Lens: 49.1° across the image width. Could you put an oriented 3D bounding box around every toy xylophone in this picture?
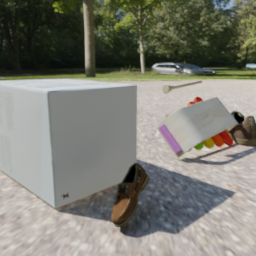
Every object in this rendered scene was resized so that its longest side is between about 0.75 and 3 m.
[{"bbox_3d":[1.885,-0.324,7.618,2.729,1.998,0.686,-9,-27,-38],"label":"toy xylophone"}]

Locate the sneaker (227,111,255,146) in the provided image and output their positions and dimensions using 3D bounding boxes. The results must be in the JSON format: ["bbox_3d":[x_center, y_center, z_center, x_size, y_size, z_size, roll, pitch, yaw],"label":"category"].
[{"bbox_3d":[3.337,-0.154,8.934,0.824,0.884,2.341,-3,14,-13],"label":"sneaker"}]

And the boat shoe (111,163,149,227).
[{"bbox_3d":[-0.029,0.967,4.201,0.375,0.354,1.042,-12,30,32],"label":"boat shoe"}]

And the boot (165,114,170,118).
[{"bbox_3d":[1.995,-0.242,9.739,1.257,0.442,0.900,30,38,23],"label":"boot"}]

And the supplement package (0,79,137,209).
[{"bbox_3d":[-1.364,0.036,5.755,1.919,1.933,2.547,-12,18,-43],"label":"supplement package"}]
